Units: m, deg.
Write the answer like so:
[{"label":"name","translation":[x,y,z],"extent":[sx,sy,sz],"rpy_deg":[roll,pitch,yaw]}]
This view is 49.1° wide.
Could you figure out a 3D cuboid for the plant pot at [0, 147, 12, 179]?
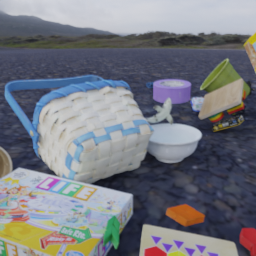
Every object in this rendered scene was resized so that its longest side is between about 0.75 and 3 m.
[{"label":"plant pot","translation":[-2.910,0.745,5.423],"extent":[1.009,1.009,0.924],"rpy_deg":[-16,13,-38]}]

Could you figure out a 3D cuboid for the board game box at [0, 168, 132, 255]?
[{"label":"board game box","translation":[-1.313,1.343,4.320],"extent":[2.364,0.405,1.589],"rpy_deg":[8,21,21]}]

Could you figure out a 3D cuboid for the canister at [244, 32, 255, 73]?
[{"label":"canister","translation":[3.900,-1.744,7.466],"extent":[0.770,1.779,1.321],"rpy_deg":[-17,-10,-6]}]

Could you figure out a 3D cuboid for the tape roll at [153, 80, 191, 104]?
[{"label":"tape roll","translation":[1.245,-1.052,8.004],"extent":[1.051,0.447,1.051],"rpy_deg":[-2,22,1]}]

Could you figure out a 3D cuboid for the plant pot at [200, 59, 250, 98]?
[{"label":"plant pot","translation":[3.389,-1.417,9.560],"extent":[1.270,1.337,1.337],"rpy_deg":[40,23,-3]}]

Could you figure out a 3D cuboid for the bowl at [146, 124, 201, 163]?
[{"label":"bowl","translation":[0.983,0.403,6.622],"extent":[1.424,0.640,1.424],"rpy_deg":[-1,17,0]}]

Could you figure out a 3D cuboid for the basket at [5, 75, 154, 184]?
[{"label":"basket","translation":[-1.038,-0.196,5.981],"extent":[2.437,1.923,2.764],"rpy_deg":[-13,54,-33]}]

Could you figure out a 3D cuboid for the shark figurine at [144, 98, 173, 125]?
[{"label":"shark figurine","translation":[0.633,-0.268,7.066],"extent":[1.162,0.694,0.485],"rpy_deg":[-18,-4,-21]}]

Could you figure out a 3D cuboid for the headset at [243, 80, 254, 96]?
[{"label":"headset","translation":[4.706,-1.554,12.390],"extent":[2.176,1.022,1.344],"rpy_deg":[-27,25,-24]}]

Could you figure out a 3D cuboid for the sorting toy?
[{"label":"sorting toy","translation":[2.837,-0.737,8.298],"extent":[1.254,0.439,1.261],"rpy_deg":[-25,23,39]}]

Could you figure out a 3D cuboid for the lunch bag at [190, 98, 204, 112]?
[{"label":"lunch bag","translation":[2.813,-0.890,10.720],"extent":[0.821,0.387,1.024],"rpy_deg":[0,20,7]}]

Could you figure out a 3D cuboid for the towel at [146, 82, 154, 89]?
[{"label":"towel","translation":[1.533,-2.287,14.831],"extent":[1.101,0.267,0.614],"rpy_deg":[-7,20,-18]}]

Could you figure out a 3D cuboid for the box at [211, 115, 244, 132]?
[{"label":"box","translation":[2.947,-0.137,8.291],"extent":[0.783,0.193,0.625],"rpy_deg":[-19,1,37]}]

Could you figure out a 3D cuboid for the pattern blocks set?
[{"label":"pattern blocks set","translation":[0.758,1.681,3.259],"extent":[2.337,0.189,2.054],"rpy_deg":[14,28,11]}]

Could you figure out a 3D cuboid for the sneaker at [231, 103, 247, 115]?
[{"label":"sneaker","translation":[4.059,-0.750,10.245],"extent":[0.502,0.458,1.241],"rpy_deg":[12,24,23]}]
